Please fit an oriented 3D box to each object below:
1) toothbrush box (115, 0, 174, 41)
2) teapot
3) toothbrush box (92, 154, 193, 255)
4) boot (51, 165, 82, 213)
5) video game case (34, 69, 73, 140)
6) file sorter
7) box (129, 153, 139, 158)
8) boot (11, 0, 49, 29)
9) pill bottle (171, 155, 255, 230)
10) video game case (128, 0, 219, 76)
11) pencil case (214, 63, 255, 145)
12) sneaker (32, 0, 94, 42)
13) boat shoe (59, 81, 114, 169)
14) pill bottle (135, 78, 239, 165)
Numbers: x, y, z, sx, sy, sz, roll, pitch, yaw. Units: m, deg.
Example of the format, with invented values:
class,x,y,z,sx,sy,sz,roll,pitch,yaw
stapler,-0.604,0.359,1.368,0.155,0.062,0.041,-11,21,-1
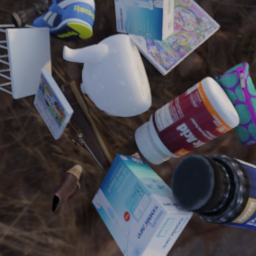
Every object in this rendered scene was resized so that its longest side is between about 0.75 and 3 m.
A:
class,x,y,z,sx,sy,sz,roll,pitch,yaw
toothbrush box,0.419,-3.044,7.409,1.493,1.093,0.637,21,46,28
teapot,-0.444,-1.245,7.587,1.700,2.297,2.328,-16,103,15
toothbrush box,0.245,2.048,7.216,2.329,0.993,1.705,45,113,45
boot,-1.660,1.679,7.137,0.502,1.388,1.155,28,40,5
video game case,-2.089,-0.566,7.632,0.167,1.852,1.326,-28,81,-31
file sorter,-3.038,-1.936,7.932,1.113,1.240,1.787,22,120,32
box,-0.036,1.336,9.930,1.014,0.176,0.558,-23,80,-5
boot,-2.530,-2.946,7.379,1.008,1.158,0.401,-34,107,-15
pill bottle,2.502,1.562,6.829,2.890,1.617,1.617,18,77,-32
video game case,1.755,-3.714,10.881,2.946,0.265,2.109,-41,82,-7
pencil case,3.227,-0.640,7.819,0.925,1.004,2.173,-24,95,1
sneaker,-1.827,-3.146,8.003,2.731,1.010,1.123,13,94,45
boat shoe,-1.330,0.042,8.138,0.961,0.962,2.733,-28,92,-2
pill bottle,1.503,-0.082,7.627,2.529,1.444,1.444,-35,79,29
